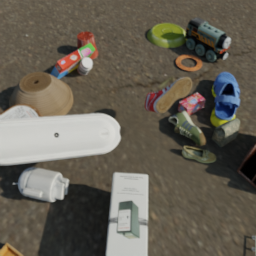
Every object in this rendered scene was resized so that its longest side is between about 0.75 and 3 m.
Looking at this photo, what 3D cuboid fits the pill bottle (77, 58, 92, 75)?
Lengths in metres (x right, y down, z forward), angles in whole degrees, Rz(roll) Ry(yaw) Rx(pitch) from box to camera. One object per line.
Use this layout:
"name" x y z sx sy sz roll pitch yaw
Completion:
"pill bottle" -1.931 -2.761 12.548 0.551 0.968 0.551 3 81 -20

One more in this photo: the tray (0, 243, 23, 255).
"tray" -2.900 3.866 7.393 1.615 0.299 0.797 26 54 20

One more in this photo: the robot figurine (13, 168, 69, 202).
"robot figurine" -2.706 1.765 8.757 1.636 0.924 1.388 11 12 9

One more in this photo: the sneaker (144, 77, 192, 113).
"sneaker" 1.261 -1.095 9.192 1.725 0.615 0.970 -39 21 -22

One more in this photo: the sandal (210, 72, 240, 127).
"sandal" 3.994 -1.364 11.251 1.151 1.260 2.895 7 48 9

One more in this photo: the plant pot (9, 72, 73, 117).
"plant pot" -3.588 -1.425 11.341 2.556 1.180 2.556 1 49 -1

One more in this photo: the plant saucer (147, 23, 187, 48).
"plant saucer" 2.097 -5.030 14.974 2.160 0.336 2.160 0 49 0

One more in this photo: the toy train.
"toy train" 3.817 -4.286 13.597 1.077 1.441 2.529 -31 56 -23

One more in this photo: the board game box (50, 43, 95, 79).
"board game box" -2.489 -2.929 12.506 1.873 1.433 0.378 -40 97 -29

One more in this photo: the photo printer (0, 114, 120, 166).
"photo printer" -1.734 0.238 6.900 2.892 2.406 1.004 -5 90 -24

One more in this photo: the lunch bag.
"lunch bag" 3.569 0.110 10.151 0.799 0.974 0.573 -26 55 -20

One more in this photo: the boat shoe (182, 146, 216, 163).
"boat shoe" 2.506 0.913 9.856 1.195 0.376 0.436 14 51 12

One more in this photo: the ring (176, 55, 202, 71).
"ring" 2.920 -3.101 13.468 1.248 0.120 1.248 0 49 0

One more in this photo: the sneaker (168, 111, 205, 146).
"sneaker" 2.112 0.086 10.451 0.789 0.589 1.757 -14 45 -11

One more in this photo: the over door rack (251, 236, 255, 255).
"over door rack" 3.952 3.429 7.670 1.037 0.345 0.766 -2 45 26

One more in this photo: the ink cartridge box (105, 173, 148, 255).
"ink cartridge box" -0.016 2.669 7.476 0.995 1.728 2.368 3 51 1

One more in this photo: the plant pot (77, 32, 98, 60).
"plant pot" -2.036 -4.042 13.665 1.061 1.032 1.061 0 50 0

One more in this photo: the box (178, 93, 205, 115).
"box" 2.574 -0.933 11.359 1.021 0.487 0.509 -27 55 -22

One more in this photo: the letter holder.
"letter holder" 4.989 0.816 9.093 2.338 1.662 1.176 -28 55 -22

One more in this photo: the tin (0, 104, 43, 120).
"tin" -4.265 0.225 9.909 2.736 0.573 1.532 -39 76 -18
